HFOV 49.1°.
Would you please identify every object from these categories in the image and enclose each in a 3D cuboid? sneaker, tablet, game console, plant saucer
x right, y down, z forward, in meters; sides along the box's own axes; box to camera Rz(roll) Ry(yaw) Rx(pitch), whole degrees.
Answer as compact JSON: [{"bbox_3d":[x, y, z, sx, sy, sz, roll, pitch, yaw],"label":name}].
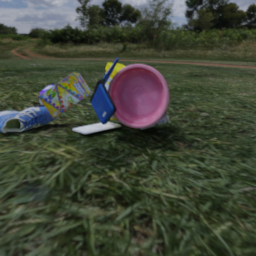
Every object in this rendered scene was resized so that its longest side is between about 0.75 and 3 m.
[{"bbox_3d":[-3.981,-0.269,11.219,2.512,0.951,0.968,-15,34,-22],"label":"sneaker"},{"bbox_3d":[-1.260,-0.014,11.279,1.693,0.116,1.102,-13,16,-35],"label":"tablet"},{"bbox_3d":[-0.608,-1.179,9.548,1.096,1.581,1.852,-26,-6,-20],"label":"game console"},{"bbox_3d":[0.346,-1.024,9.127,2.041,2.041,0.517,6,11,17],"label":"plant saucer"}]

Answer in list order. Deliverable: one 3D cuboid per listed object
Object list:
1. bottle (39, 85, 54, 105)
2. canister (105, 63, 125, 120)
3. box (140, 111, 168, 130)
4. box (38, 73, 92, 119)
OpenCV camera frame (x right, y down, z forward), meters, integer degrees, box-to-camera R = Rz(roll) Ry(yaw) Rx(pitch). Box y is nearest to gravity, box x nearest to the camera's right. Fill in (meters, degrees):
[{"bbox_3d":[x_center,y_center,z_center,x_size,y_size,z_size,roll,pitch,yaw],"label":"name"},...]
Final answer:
[{"bbox_3d":[-4.303,-1.762,15.523,1.100,0.860,2.635,-8,19,-2],"label":"bottle"},{"bbox_3d":[-0.492,-1.415,10.995,0.820,1.894,1.406,-4,34,-36],"label":"canister"},{"bbox_3d":[0.776,-0.675,10.660,1.090,1.255,1.900,-17,3,4],"label":"box"},{"bbox_3d":[-1.745,-0.955,8.019,1.168,0.739,1.212,-33,10,3],"label":"box"}]
